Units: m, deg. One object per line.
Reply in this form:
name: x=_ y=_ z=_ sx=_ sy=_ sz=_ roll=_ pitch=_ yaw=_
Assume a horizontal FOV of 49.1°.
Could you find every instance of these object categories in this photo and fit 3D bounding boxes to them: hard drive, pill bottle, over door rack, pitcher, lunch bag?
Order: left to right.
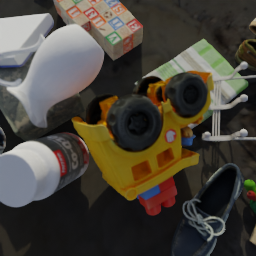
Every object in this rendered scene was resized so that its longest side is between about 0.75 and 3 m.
hard drive: x=-3.524 y=-2.228 z=7.249 sx=2.793 sy=0.354 sz=1.843 roll=3 pitch=51 yaw=21
lunch bag: x=-2.409 y=-0.975 z=7.029 sx=1.740 sy=1.247 sz=2.121 roll=-32 pitch=78 yaw=-10
pill bottle: x=-1.732 y=0.790 z=5.825 sx=1.167 sy=2.050 sz=1.167 roll=2 pitch=97 yaw=15
pitcher: x=-1.659 y=-1.284 z=5.759 sx=1.736 sy=1.227 sz=2.024 roll=44 pitch=91 yaw=-11
over door rack: x=3.041 y=-0.571 z=6.575 sx=2.466 sy=0.822 sz=1.822 roll=2 pitch=74 yaw=17

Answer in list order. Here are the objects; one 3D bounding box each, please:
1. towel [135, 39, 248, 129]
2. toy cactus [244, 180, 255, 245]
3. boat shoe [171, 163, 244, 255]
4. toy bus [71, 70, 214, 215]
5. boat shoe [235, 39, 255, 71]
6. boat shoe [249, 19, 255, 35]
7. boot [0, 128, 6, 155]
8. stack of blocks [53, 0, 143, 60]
towel: x=1.712 y=-1.112 z=7.596 sx=2.555 sy=0.392 sz=1.906 roll=-34 pitch=76 yaw=-14
toy cactus: x=3.316 y=2.004 z=6.242 sx=1.852 sy=0.947 sz=1.528 roll=36 pitch=84 yaw=1
boat shoe: x=1.703 y=1.889 z=6.056 sx=0.946 sy=0.782 sz=2.528 roll=35 pitch=80 yaw=33
toy bus: x=0.619 y=0.344 z=6.173 sx=2.887 sy=1.959 sz=2.771 roll=-27 pitch=105 yaw=-19
boat shoe: x=4.000 y=-1.770 z=7.588 sx=2.081 sy=0.707 sz=0.749 roll=20 pitch=72 yaw=7
boat shoe: x=4.169 y=-2.460 z=7.929 sx=0.611 sy=0.652 sz=1.767 roll=-37 pitch=72 yaw=-1
boot: x=-2.885 y=0.514 z=5.984 sx=0.612 sy=0.471 sz=1.281 roll=-14 pitch=94 yaw=28
stack of blocks: x=-0.879 y=-3.134 z=8.066 sx=1.408 sy=0.716 sz=2.446 roll=-37 pitch=75 yaw=-12
